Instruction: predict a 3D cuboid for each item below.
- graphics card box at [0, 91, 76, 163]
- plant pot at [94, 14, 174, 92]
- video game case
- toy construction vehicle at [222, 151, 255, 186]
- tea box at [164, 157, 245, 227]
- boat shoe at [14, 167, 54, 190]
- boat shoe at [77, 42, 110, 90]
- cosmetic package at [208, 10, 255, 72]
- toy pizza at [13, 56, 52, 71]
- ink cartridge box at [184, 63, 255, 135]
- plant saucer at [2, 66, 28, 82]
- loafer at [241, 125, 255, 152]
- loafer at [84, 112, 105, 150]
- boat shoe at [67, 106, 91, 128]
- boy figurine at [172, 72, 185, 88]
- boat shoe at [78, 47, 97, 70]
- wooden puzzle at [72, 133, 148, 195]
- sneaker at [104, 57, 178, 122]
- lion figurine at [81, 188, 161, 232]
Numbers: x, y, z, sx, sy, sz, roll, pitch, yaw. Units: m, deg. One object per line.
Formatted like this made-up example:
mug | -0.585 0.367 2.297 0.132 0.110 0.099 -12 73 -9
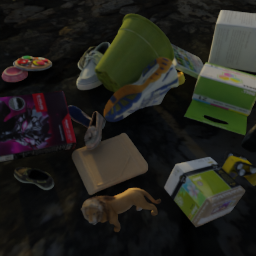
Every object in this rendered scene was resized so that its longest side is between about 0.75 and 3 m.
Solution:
graphics card box | -2.756 -0.032 7.273 2.523 0.642 1.583 -10 73 -23
plant pot | 0.034 -2.226 9.438 2.228 2.228 2.116 33 77 32
video game case | 2.281 -2.506 10.728 1.636 0.197 1.795 19 38 -22
toy construction vehicle | 3.109 1.424 6.148 1.963 0.691 1.709 17 23 -28
tea box | 1.608 1.309 5.964 1.125 0.751 1.106 -6 39 -34
boat shoe | -2.361 1.172 6.958 1.140 0.343 0.406 15 43 17
boat shoe | -1.245 -2.408 10.464 0.968 0.988 2.776 2 38 18
cosmetic package | 4.519 -3.506 11.250 2.102 1.732 1.734 14 42 14
toy pizza | -3.803 -2.627 11.187 1.470 0.233 1.470 4 31 -3
ink cartridge box | 2.945 -0.984 8.595 1.832 0.939 2.479 19 35 14
plant saucer | -4.381 -2.106 10.793 0.942 0.239 0.942 0 41 0
loafer | 3.397 0.026 7.004 0.567 1.558 0.563 29 61 0
loafer | -0.979 0.049 7.801 0.480 0.420 1.335 -17 32 21
boat shoe | -1.426 -0.322 8.394 0.364 1.009 0.365 -49 21 1
boy figurine | 1.420 -1.643 9.988 1.420 0.457 0.883 -16 19 -14
boat shoe | -1.591 -2.819 11.322 0.537 0.449 1.504 29 41 -10
wooden puzzle | -0.502 0.908 7.347 1.620 0.302 1.499 -22 45 -16
sneaker | 0.491 -0.925 8.704 2.645 1.166 0.996 -38 45 7
lion figurine | -0.121 1.580 5.804 1.569 0.961 0.569 -27 28 -8
